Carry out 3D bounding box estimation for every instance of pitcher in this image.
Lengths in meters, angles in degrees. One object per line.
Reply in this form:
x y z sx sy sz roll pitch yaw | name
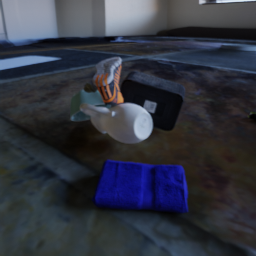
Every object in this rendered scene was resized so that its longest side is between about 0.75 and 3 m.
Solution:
-0.512 -0.331 10.856 2.510 1.522 2.154 10 -13 44 | pitcher

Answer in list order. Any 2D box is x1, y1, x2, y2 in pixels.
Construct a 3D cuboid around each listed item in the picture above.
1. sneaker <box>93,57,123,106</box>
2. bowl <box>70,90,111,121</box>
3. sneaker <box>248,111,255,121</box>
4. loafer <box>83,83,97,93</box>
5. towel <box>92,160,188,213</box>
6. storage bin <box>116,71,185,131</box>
-0.721 -1.793 11.348 1.029 1.486 2.653 -6 35 17 | sneaker
-1.878 -1.133 12.951 1.945 1.017 1.945 -21 -11 -4 | bowl
6.387 -0.439 13.596 1.096 0.393 0.454 22 57 41 | sneaker
-1.517 -1.512 11.084 0.401 0.372 1.068 38 0 -23 | loafer
0.393 1.655 8.413 2.688 0.666 1.985 2 23 4 | towel
0.987 -1.191 12.354 2.692 1.820 1.262 18 30 6 | storage bin
